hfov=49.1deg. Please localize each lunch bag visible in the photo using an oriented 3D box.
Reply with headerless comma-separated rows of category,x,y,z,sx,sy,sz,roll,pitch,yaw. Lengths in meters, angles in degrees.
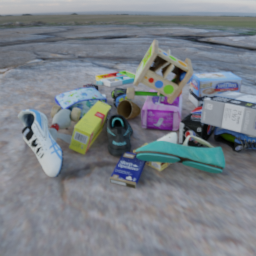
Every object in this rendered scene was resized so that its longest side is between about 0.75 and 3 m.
lunch bag,-2.137,-1.054,12.461,1.930,1.230,1.641,-3,25,-29

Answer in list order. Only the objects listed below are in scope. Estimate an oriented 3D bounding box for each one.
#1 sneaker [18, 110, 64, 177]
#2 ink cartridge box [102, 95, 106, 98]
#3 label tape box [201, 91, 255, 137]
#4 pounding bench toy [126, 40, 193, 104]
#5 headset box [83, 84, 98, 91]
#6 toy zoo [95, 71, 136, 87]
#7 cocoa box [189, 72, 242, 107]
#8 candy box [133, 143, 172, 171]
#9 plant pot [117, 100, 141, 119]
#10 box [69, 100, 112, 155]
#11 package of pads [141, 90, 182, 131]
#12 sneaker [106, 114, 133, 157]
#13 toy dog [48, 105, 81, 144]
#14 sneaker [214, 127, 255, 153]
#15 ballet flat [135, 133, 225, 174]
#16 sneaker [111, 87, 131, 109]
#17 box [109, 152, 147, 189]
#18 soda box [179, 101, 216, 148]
sneaker,-2.818,0.471,8.868,0.958,0.950,2.644,10,38,-49
ink cartridge box,-2.032,-1.505,14.333,1.772,0.386,1.538,-3,28,-6
label tape box,4.267,-0.444,9.358,2.919,0.965,2.091,17,24,39
pounding bench toy,1.290,-1.902,11.650,1.962,2.515,1.563,27,33,-11
headset box,-2.159,-2.298,16.028,0.585,0.295,0.787,-21,33,-36
toy zoo,-0.770,-3.092,17.642,2.823,0.289,1.852,-16,30,-30
cocoa box,4.291,-1.917,13.954,2.135,1.401,1.424,-3,26,-5
candy box,0.827,0.954,9.368,1.190,0.329,0.687,24,35,38
plant pot,0.120,-0.796,12.459,0.864,0.864,0.927,21,12,36
box,-1.365,-0.115,10.683,0.660,0.991,2.634,23,28,3
package of pads,1.540,-0.859,12.289,1.598,1.004,2.653,4,26,10
sneaker,-0.296,-0.028,10.532,1.055,1.109,2.798,-4,25,-4
toy dog,-2.660,0.054,10.683,1.501,1.096,2.276,25,42,21
sneaker,4.183,0.518,9.853,2.440,0.958,1.088,15,44,33
ballet flat,1.606,0.680,8.571,2.842,0.957,1.000,11,70,-9
sneaker,-0.399,-1.411,13.466,0.995,0.851,2.401,15,20,3
box,0.060,1.209,8.653,0.822,0.220,1.357,9,41,19
soda box,2.960,-0.240,11.059,0.869,0.971,2.745,13,28,30
